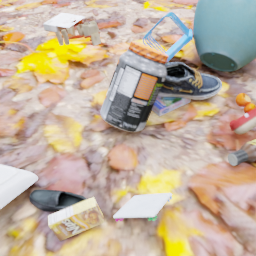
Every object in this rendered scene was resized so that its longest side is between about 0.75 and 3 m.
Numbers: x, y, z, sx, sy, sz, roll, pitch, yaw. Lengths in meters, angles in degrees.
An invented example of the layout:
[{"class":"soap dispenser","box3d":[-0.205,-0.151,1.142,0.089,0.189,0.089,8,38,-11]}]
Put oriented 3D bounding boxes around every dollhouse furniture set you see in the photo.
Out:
[{"class":"dollhouse furniture set","box3d":[-1.483,-2.992,9.096,1.245,0.648,1.258,12,36,44]}]

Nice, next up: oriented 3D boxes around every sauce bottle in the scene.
[{"class":"sauce bottle","box3d":[3.051,0.536,6.718,1.487,0.481,0.481,-17,44,-24]}]

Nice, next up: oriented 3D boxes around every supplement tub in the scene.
[{"class":"supplement tub","box3d":[0.176,-1.040,7.149,1.258,2.053,1.258,20,19,-7]}]

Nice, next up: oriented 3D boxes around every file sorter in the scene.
[{"class":"file sorter","box3d":[1.342,-3.103,9.471,1.110,1.255,1.809,45,26,-10]}]

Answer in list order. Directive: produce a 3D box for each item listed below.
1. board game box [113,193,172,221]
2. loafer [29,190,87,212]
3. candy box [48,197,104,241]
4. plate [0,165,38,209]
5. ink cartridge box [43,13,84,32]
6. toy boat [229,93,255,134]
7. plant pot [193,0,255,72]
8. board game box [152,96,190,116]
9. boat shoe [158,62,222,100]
[{"class":"board game box","box3d":[0.304,1.529,5.403,0.896,0.116,0.896,-13,8,32]},{"class":"loafer","box3d":[-1.386,1.462,5.706,1.379,0.484,0.468,9,41,14]},{"class":"candy box","box3d":[-0.965,1.714,5.260,0.914,0.528,0.253,-22,35,-5]},{"class":"plate","box3d":[-3.066,1.083,5.479,1.901,0.307,1.897,9,16,12]},{"class":"ink cartridge box","box3d":[-2.892,-4.830,12.904,1.322,0.332,1.524,16,44,17]},{"class":"toy boat","box3d":[3.050,-0.495,6.994,0.877,1.342,0.876,57,18,11]},{"class":"plant pot","box3d":[3.396,-3.058,9.470,2.836,2.836,1.910,20,83,21]},{"class":"board game box","box3d":[1.062,-0.979,8.632,1.227,0.253,1.230,-25,48,-26]},{"class":"boat shoe","box3d":[1.806,-1.336,7.984,2.208,1.002,0.781,-4,71,-12]}]
